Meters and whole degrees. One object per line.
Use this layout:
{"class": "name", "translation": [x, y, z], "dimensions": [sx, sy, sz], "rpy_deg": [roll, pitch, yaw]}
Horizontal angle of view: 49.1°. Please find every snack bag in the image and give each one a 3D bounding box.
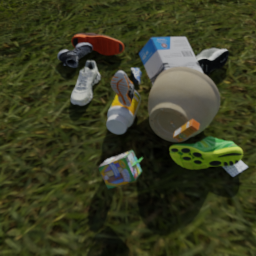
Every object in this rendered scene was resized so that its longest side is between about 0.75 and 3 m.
{"class": "snack bag", "translation": [3.807, 1.334, 10.135], "dimensions": [0.816, 0.087, 0.769], "rpy_deg": [-23, 51, -20]}

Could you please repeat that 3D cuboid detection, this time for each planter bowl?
{"class": "planter bowl", "translation": [1.802, -0.611, 10.112], "dimensions": [2.626, 2.626, 1.767], "rpy_deg": [19, 48, 17]}

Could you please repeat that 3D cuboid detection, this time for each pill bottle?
{"class": "pill bottle", "translation": [-0.207, -0.663, 11.250], "dimensions": [1.073, 1.073, 1.902], "rpy_deg": [11, 46, 10]}

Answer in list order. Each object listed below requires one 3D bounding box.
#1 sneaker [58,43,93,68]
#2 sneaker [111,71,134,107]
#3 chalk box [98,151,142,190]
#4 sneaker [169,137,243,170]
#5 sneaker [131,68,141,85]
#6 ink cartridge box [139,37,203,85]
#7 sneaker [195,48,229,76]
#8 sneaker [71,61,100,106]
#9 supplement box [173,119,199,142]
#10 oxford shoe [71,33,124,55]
{"class": "sneaker", "translation": [-2.588, -3.660, 14.380], "dimensions": [1.889, 0.713, 1.075], "rpy_deg": [-23, 51, -12]}
{"class": "sneaker", "translation": [-0.133, -1.486, 10.049], "dimensions": [0.676, 1.728, 0.667], "rpy_deg": [20, 65, 18]}
{"class": "chalk box", "translation": [-0.108, 1.191, 8.261], "dimensions": [1.214, 0.751, 0.755], "rpy_deg": [-22, 5, 23]}
{"class": "sneaker", "translation": [2.749, 0.890, 10.149], "dimensions": [2.538, 0.940, 1.060], "rpy_deg": [1, 26, 2]}
{"class": "sneaker", "translation": [0.440, -2.524, 13.468], "dimensions": [0.457, 0.449, 1.186], "rpy_deg": [-10, 49, -5]}
{"class": "ink cartridge box", "translation": [1.919, -2.294, 11.516], "dimensions": [1.976, 1.159, 2.699], "rpy_deg": [-13, 76, -33]}
{"class": "sneaker", "translation": [3.708, -3.226, 13.846], "dimensions": [2.846, 1.052, 1.129], "rpy_deg": [-26, 43, -30]}
{"class": "sneaker", "translation": [-1.976, -2.042, 12.642], "dimensions": [0.965, 1.041, 2.568], "rpy_deg": [9, 49, 6]}
{"class": "supplement box", "translation": [1.691, 0.095, 8.210], "dimensions": [0.285, 0.857, 0.295], "rpy_deg": [33, 52, -12]}
{"class": "oxford shoe", "translation": [-1.533, -4.685, 15.119], "dimensions": [2.930, 1.043, 1.063], "rpy_deg": [14, 43, 12]}
